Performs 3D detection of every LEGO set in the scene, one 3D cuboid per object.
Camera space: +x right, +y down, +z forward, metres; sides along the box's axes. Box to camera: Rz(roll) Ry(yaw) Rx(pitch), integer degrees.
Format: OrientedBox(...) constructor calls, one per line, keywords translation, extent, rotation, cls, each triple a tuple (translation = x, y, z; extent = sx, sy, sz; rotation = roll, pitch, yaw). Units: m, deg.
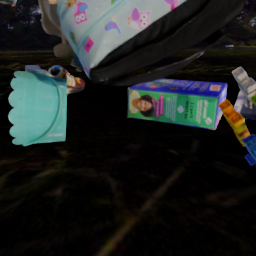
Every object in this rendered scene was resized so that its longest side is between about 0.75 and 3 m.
OrientedBox(translation=(2.842, 0.074, 6.097), extent=(1.083, 1.165, 2.840), rotation=(-32, 44, 14), cls="LEGO set")

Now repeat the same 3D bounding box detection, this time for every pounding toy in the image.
OrientedBox(translation=(-1.438, -3.298, 7.610), extent=(1.544, 2.700, 1.549), rotation=(-11, 2, -32), cls="pounding toy")

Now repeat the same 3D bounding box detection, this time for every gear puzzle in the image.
OrientedBox(translation=(-0.325, -1.290, 5.548), extent=(1.504, 0.779, 0.197), rotation=(19, -14, -17), cls="gear puzzle")

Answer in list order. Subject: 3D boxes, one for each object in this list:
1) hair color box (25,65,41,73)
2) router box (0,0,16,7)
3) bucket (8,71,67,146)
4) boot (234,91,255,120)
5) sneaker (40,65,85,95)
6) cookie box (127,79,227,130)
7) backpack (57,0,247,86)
OrientedBox(translation=(-4.421, -2.300, 13.147), extent=(0.665, 1.086, 2.193), rotation=(-6, 20, -19), cls="hair color box")
OrientedBox(translation=(-4.044, -4.368, 9.145), extent=(0.767, 0.575, 0.238), rotation=(-3, 47, -40), cls="router box")
OrientedBox(translation=(-2.101, -0.462, 6.792), extent=(1.183, 1.818, 1.818), rotation=(1, 18, -12), cls="bucket")
OrientedBox(translation=(3.985, -0.687, 9.239), extent=(0.865, 0.697, 1.915), rotation=(18, 29, 19), cls="boot")
OrientedBox(translation=(-2.866, -2.214, 12.624), extent=(1.044, 1.256, 2.787), rotation=(7, 20, 21), cls="sneaker")
OrientedBox(translation=(1.655, -0.895, 9.062), extent=(2.706, 1.017, 2.314), rotation=(8, 20, 23), cls="cookie box")
OrientedBox(translation=(0.380, -1.938, 4.567), extent=(2.938, 1.860, 2.452), rotation=(-29, -9, 9), cls="backpack")
